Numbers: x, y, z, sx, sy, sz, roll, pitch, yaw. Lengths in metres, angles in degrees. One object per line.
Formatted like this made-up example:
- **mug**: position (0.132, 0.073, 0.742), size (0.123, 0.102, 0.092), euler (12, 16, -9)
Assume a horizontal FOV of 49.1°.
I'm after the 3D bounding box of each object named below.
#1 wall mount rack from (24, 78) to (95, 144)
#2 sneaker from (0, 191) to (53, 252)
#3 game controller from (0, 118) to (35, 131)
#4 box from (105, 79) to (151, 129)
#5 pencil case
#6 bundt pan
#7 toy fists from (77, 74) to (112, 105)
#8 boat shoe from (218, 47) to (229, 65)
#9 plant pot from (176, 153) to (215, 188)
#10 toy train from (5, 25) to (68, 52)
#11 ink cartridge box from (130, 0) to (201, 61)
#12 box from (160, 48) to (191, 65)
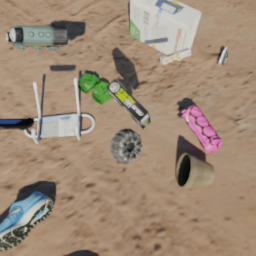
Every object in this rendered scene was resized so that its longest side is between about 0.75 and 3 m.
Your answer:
- **wall mount rack**: position (-2.831, -0.640, 11.227), size (2.868, 1.069, 2.492), euler (-5, 62, -4)
- **sneaker**: position (-3.731, 3.093, 9.457), size (2.406, 0.943, 1.082), euler (-38, 52, -25)
- **game controller**: position (-2.797, -0.091, 6.348), size (1.244, 0.649, 0.262), euler (-1, 97, 2)
- **box**: position (0.053, -0.591, 7.616), size (0.346, 1.561, 1.251), euler (-45, 81, -1)
- **pencil case**: position (2.837, 0.052, 10.967), size (0.868, 0.896, 1.912), euler (-44, 61, 23)
- **bundt pan**: position (0.006, 0.482, 7.208), size (0.920, 0.920, 0.345), euler (-44, 31, -21)
- **toy fists**: position (-1.410, -1.761, 12.112), size (1.719, 0.591, 0.876), euler (35, 66, 19)
- **boat shoe**: position (4.535, -3.343, 13.099), size (0.337, 0.357, 0.995), euler (22, 66, 12)
- **plant pot**: position (2.454, 1.593, 10.044), size (1.081, 1.246, 1.246), euler (12, 61, -11)
- **toy train**: position (-2.938, -3.009, 9.248), size (1.997, 1.138, 0.851), euler (-7, 99, -30)
- **ink cartridge box**: position (1.593, -4.702, 12.821), size (2.918, 2.120, 1.277), euler (34, 67, 17)
- **box**: position (1.440, -2.181, 8.512), size (0.993, 0.206, 0.192), euler (-22, 36, -16)
